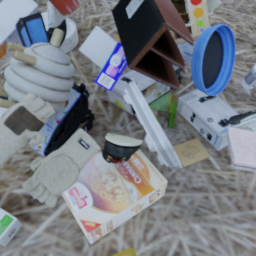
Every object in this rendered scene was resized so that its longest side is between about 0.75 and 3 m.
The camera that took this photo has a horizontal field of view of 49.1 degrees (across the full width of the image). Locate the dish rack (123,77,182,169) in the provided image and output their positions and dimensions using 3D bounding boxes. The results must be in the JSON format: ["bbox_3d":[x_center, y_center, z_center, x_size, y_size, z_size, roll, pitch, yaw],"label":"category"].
[{"bbox_3d":[0.576,-0.020,7.179,0.492,1.938,2.258,-29,60,6],"label":"dish rack"}]

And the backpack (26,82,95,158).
[{"bbox_3d":[-2.366,-0.276,8.966,1.923,2.496,2.378,24,72,7],"label":"backpack"}]

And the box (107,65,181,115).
[{"bbox_3d":[0.613,-1.694,10.945,2.622,0.788,1.529,-34,44,-25],"label":"box"}]

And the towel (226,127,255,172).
[{"bbox_3d":[2.732,0.514,5.654,1.387,0.234,1.453,12,30,9],"label":"towel"}]

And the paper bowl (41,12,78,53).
[{"bbox_3d":[-3.624,-4.552,13.227,2.374,1.234,2.374,0,52,0],"label":"paper bowl"}]

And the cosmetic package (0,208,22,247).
[{"bbox_3d":[-3.740,2.598,7.795,1.334,0.566,0.718,23,56,16],"label":"cosmetic package"}]

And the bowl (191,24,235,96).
[{"bbox_3d":[2.502,-1.958,8.187,0.396,2.015,2.015,19,50,41],"label":"bowl"}]

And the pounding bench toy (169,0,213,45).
[{"bbox_3d":[1.527,-3.603,9.090,2.233,1.742,1.387,-12,14,8],"label":"pounding bench toy"}]

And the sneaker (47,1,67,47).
[{"bbox_3d":[-2.611,-3.930,10.252,0.756,2.103,0.762,4,13,-19],"label":"sneaker"}]

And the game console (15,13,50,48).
[{"bbox_3d":[-2.669,-2.615,7.922,0.584,0.988,0.843,-8,41,2],"label":"game console"}]

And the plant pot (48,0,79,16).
[{"bbox_3d":[-2.204,-4.345,9.299,0.997,0.970,0.997,-15,54,21],"label":"plant pot"}]

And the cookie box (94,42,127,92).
[{"bbox_3d":[-0.365,-1.778,7.988,0.554,1.261,1.475,31,13,-8],"label":"cookie box"}]

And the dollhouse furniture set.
[{"bbox_3d":[1.246,-0.929,10.441,1.140,0.873,1.740,6,50,9],"label":"dollhouse furniture set"}]

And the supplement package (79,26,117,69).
[{"bbox_3d":[-0.852,-2.685,9.741,1.299,1.011,0.720,39,13,-7],"label":"supplement package"}]

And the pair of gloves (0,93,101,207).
[{"bbox_3d":[-1.841,0.432,5.786,2.055,0.360,1.748,37,84,-2],"label":"pair of gloves"}]

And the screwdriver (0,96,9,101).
[{"bbox_3d":[-5.703,-1.270,11.031,2.860,0.399,0.416,13,22,6],"label":"screwdriver"}]

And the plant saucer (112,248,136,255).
[{"bbox_3d":[-0.386,4.061,6.668,1.922,0.466,1.922,-18,53,-15],"label":"plant saucer"}]

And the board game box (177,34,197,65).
[{"bbox_3d":[2.237,-3.070,10.679,1.451,0.299,1.455,-33,55,-28],"label":"board game box"}]

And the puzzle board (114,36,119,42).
[{"bbox_3d":[0.586,-4.083,13.356,2.501,0.218,1.885,19,50,21],"label":"puzzle board"}]

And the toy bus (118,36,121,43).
[{"bbox_3d":[-0.157,-3.268,10.647,0.724,0.683,0.374,40,33,23],"label":"toy bus"}]

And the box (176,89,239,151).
[{"bbox_3d":[2.996,-0.424,10.179,1.348,0.695,2.312,-25,55,-19],"label":"box"}]

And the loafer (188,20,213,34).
[{"bbox_3d":[3.157,-4.924,13.774,2.324,0.829,0.848,-4,51,-3],"label":"loafer"}]

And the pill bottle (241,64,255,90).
[{"bbox_3d":[3.694,-1.485,8.198,0.455,0.801,0.455,4,65,-8],"label":"pill bottle"}]

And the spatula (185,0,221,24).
[{"bbox_3d":[2.351,-4.675,10.157,0.190,2.372,1.649,-31,95,-15],"label":"spatula"}]

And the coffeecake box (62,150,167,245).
[{"bbox_3d":[-0.515,1.724,8.255,2.603,0.951,1.998,-28,56,-21],"label":"coffeecake box"}]

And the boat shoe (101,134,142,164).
[{"bbox_3d":[-0.197,0.521,6.675,0.844,2.306,0.723,10,88,-8],"label":"boat shoe"}]

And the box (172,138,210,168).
[{"bbox_3d":[2.121,0.836,9.532,1.036,0.110,0.847,-17,53,-14],"label":"box"}]

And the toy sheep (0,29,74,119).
[{"bbox_3d":[-2.262,-1.219,7.109,1.855,2.691,1.855,26,21,-11],"label":"toy sheep"}]

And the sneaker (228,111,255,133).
[{"bbox_3d":[3.435,0.040,7.878,1.647,0.948,0.622,-12,3,-43],"label":"sneaker"}]

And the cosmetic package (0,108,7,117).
[{"bbox_3d":[-5.110,-0.661,10.451,2.254,0.571,0.930,19,53,15],"label":"cosmetic package"}]

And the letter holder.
[{"bbox_3d":[0.817,-2.397,7.121,1.796,1.271,2.527,20,40,-34],"label":"letter holder"}]

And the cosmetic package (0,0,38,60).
[{"bbox_3d":[-3.731,-2.950,8.402,0.786,1.118,2.205,37,69,-13],"label":"cosmetic package"}]
